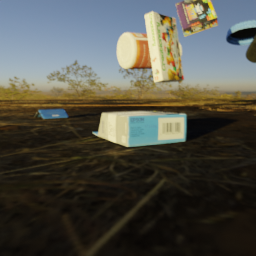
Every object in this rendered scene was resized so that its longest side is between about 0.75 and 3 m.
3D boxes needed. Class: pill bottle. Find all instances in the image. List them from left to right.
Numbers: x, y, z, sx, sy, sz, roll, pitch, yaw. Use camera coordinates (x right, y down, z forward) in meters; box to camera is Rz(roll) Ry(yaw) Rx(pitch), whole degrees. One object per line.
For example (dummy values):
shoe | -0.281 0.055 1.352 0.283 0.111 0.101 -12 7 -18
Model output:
pill bottle | 1.080 -3.690 13.644 2.960 1.660 1.660 -6 9 -29

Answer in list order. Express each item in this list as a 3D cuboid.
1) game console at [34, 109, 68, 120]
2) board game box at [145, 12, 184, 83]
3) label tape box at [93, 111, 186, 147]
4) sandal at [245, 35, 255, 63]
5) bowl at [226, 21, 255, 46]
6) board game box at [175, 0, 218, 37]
game console | -3.406 -0.473 12.409 1.171 0.693 0.999 -6 40 -36
board game box | 1.443 -3.069 10.916 0.439 2.537 1.602 -6 4 42
label tape box | 0.173 -0.073 6.911 1.516 0.699 2.116 -4 10 -27
sandal | 4.376 -3.001 8.268 0.894 2.380 0.536 14 24 -18
bowl | 4.884 -3.886 11.508 1.646 0.323 1.646 0 -9 0
board game box | 2.213 -3.720 9.147 1.090 1.318 0.374 -15 -32 14
